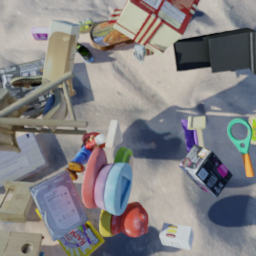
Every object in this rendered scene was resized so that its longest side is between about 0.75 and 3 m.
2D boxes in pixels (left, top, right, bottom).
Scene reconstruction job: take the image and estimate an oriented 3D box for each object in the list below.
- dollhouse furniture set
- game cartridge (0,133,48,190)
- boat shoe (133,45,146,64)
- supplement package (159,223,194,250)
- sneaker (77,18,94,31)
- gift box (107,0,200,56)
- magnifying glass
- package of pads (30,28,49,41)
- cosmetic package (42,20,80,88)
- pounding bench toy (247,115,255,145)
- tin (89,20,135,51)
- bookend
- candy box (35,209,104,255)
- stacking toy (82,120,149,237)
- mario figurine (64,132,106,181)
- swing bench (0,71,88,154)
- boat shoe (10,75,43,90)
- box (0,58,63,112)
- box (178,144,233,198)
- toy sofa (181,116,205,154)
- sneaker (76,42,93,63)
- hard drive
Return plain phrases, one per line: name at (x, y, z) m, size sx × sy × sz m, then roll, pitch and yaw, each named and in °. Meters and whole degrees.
dollhouse furniture set at (-3.544, 3.610, 9.521) m, size 1.990 × 2.002 × 2.840 m, roll 4°, pitch 41°, yaw 1°
game cartridge at (-4.520, 1.342, 10.809) m, size 2.477 × 0.475 × 1.605 m, roll -26°, pitch 77°, yaw -9°
boat shoe at (0.335, -2.258, 8.528) m, size 0.346 × 0.972 × 0.339 m, roll 14°, pitch 81°, yaw 7°
supplement package at (1.391, 3.099, 8.022) m, size 0.844 × 0.462 × 0.480 m, roll 0°, pitch 40°, yaw 26°
sneaker at (-2.051, -4.683, 12.929) m, size 1.070 × 0.404 × 0.409 m, roll -34°, pitch 74°, yaw -10°
gift box at (0.821, -4.006, 9.724) m, size 2.357 × 2.385 × 2.554 m, roll 33°, pitch 81°, yaw -11°
magnifying glass at (3.186, 0.547, 7.734) m, size 0.184 × 0.653 × 1.640 m, roll -18°, pitch 94°, yaw -44°
package of pads at (-3.884, -4.253, 12.684) m, size 0.943 × 0.568 × 0.357 m, roll 1°, pitch 71°, yaw 1°
cosmetic package at (-2.035, -2.265, 8.555) m, size 0.663 × 0.981 × 1.864 m, roll 15°, pitch 114°, yaw 0°
pounding bench toy at (4.791, 0.007, 8.967) m, size 1.480 × 0.919 × 1.154 m, roll 13°, pitch 28°, yaw 39°
tin at (-0.568, -4.331, 12.781) m, size 2.405 × 0.504 × 1.347 m, roll -17°, pitch 76°, yaw -6°
bookend at (2.693, -2.369, 9.126) m, size 2.621 × 2.637 × 1.215 m, roll -5°, pitch 110°, yaw 17°
candy box at (-2.111, 3.519, 10.080) m, size 1.260 × 0.326 × 2.465 m, roll -40°, pitch 75°, yaw -10°
stacking toy at (0.000, 1.491, 7.847) m, size 1.263 × 2.989 × 2.706 m, roll 6°, pitch 53°, yaw 18°
mario figurine at (-1.066, 0.789, 8.044) m, size 1.049 × 0.901 × 1.700 m, roll -9°, pitch 31°, yaw 31°
swing bench at (-2.708, -0.337, 8.573) m, size 2.626 × 2.612 × 1.703 m, roll -15°, pitch 87°, yaw -11°
boat shoe at (-3.148, -1.403, 8.830) m, size 1.050 × 0.388 × 0.388 m, roll -14°, pitch 74°, yaw -17°
box at (-4.140, -1.763, 11.769) m, size 2.531 × 0.630 × 1.996 m, roll -15°, pitch 71°, yaw -5°
box at (2.119, 1.184, 7.698) m, size 1.243 × 0.713 × 0.821 m, roll 44°, pitch 80°, yaw -29°
toy sofa at (2.185, 0.474, 9.066) m, size 0.796 × 1.630 × 0.675 m, roll -5°, pitch 31°, yaw 18°
sneaker at (-2.144, -3.521, 12.388) m, size 1.545 × 0.640 × 0.548 m, roll 40°, pitch 74°, yaw 13°
hard drive at (-1.736, 1.957, 7.110) m, size 1.045 × 0.283 × 1.496 m, roll -25°, pitch 100°, yaw -26°
